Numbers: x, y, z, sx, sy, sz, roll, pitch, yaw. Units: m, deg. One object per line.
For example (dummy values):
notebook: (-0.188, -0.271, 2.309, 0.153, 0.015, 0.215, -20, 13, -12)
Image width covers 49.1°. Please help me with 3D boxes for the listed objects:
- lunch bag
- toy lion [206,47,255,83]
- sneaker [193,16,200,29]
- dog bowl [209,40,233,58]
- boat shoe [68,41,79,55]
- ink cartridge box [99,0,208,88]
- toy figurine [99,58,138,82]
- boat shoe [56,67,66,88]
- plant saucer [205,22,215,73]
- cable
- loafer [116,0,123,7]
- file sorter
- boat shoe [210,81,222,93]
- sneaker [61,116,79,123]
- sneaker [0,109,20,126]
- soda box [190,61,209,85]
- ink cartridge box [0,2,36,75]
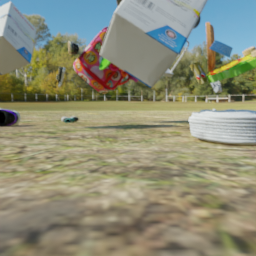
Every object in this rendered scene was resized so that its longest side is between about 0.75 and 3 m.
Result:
lunch bag: (-0.947, -3.194, 13.890, 2.632, 2.988, 1.224, 41, -28, -18)
toy lion: (3.740, -2.110, 9.838, 1.959, 0.702, 2.044, -25, 10, 14)
sneaker: (0.911, -3.399, 7.613, 2.121, 0.793, 1.126, 46, -18, -21)
dog bowl: (2.792, -2.374, 8.400, 0.662, 0.295, 1.188, 27, 20, 7)
boat shoe: (-2.500, -3.643, 12.849, 0.503, 0.559, 1.554, -2, 6, -10)
ink cartridge box: (0.586, -2.305, 6.261, 1.493, 2.027, 1.466, 32, -26, -4)
toy figurine: (0.196, -2.997, 12.907, 2.227, 2.419, 1.816, 37, -8, -29)
boat shoe: (-3.034, -2.266, 12.467, 0.313, 0.985, 0.348, 14, 31, -13)
plant saucer: (3.243, -3.155, 11.011, 0.308, 1.908, 1.908, -2, 3, 17)
cable: (2.425, -0.048, 6.502, 2.037, 0.705, 2.036, -4, 7, -38)
loafer: (0.050, -3.795, 8.702, 0.705, 1.864, 0.636, 21, 34, 26)
file sorter: (0.735, -3.093, 9.836, 1.590, 1.427, 2.292, -2, 45, -43)
boat shoe: (3.739, -1.887, 11.921, 0.304, 0.932, 0.343, 4, -25, -26)
sneaker: (-2.768, -0.352, 13.493, 0.835, 0.324, 0.381, -7, 22, -27)
sneaker: (-5.603, -0.459, 11.142, 2.275, 0.791, 1.132, 1, 5, 3)
soda box: (2.573, -1.987, 10.141, 0.276, 0.815, 0.261, -27, -1, -25)
ink cartridge box: (-4.239, -3.098, 9.775, 1.325, 1.832, 1.349, -17, -36, 18)
